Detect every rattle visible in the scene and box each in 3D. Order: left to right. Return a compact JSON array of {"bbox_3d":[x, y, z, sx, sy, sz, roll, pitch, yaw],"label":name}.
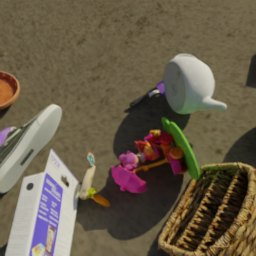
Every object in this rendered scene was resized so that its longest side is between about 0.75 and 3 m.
[{"bbox_3d":[-0.821,1.382,7.640,0.903,0.823,1.265,11,67,16],"label":"rattle"}]

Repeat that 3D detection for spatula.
[{"bbox_3d":[-4.253,0.591,8.065,0.704,0.256,2.490,40,40,21],"label":"spatula"},{"bbox_3d":[0.787,-1.138,9.435,1.752,0.180,0.495,-29,79,-18],"label":"spatula"}]

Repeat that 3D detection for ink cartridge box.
[{"bbox_3d":[-1.769,2.066,6.343,0.529,2.416,2.439,1,59,9],"label":"ink cartridge box"}]

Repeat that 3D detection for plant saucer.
[{"bbox_3d":[-4.638,-1.185,9.236,2.007,0.324,2.007,5,48,-5],"label":"plant saucer"}]

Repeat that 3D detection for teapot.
[{"bbox_3d":[2.026,-1.400,8.781,1.394,1.884,1.909,-13,102,-15],"label":"teapot"}]

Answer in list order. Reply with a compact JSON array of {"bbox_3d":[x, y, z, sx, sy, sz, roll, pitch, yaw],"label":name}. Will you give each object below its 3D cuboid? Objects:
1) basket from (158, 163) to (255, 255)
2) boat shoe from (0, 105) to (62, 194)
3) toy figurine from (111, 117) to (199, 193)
[{"bbox_3d":[2.209,2.084,6.614,2.031,1.946,2.727,32,65,16],"label":"basket"},{"bbox_3d":[-3.095,0.389,8.118,0.947,1.052,2.974,27,65,13],"label":"boat shoe"},{"bbox_3d":[0.503,0.859,7.767,2.080,1.697,2.260,-23,38,-2],"label":"toy figurine"}]
